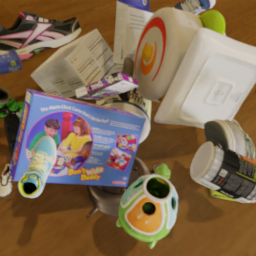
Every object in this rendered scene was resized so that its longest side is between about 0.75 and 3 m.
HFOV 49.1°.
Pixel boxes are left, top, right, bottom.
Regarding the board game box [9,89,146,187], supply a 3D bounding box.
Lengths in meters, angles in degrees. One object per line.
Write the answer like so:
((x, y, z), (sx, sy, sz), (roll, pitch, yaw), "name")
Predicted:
((-1.082, 0.342, 6.500), (2.762, 1.857, 0.618), (11, 9, -32), "board game box")

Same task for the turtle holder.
((0.573, 1.560, 5.955), (1.628, 1.156, 1.237), (-19, 48, -40), "turtle holder")

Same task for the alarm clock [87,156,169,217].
((-0.023, 1.554, 8.583), (2.815, 0.937, 1.899), (-12, 47, -16), "alarm clock")

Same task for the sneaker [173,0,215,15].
((2.098, -4.143, 9.754), (1.424, 0.784, 1.945), (-31, 11, 8), "sneaker")

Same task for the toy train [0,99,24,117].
((-5.006, -0.861, 11.118), (2.905, 0.606, 0.819), (12, 37, 11), "toy train")

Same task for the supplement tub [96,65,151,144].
((-0.153, -0.881, 10.116), (1.973, 1.973, 2.722), (4, 47, 3), "supplement tub")

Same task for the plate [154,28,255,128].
((2.323, -1.003, 7.447), (2.654, 2.649, 0.429), (7, 32, -29), "plate")

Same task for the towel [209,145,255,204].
((3.427, 1.330, 9.192), (1.672, 0.265, 2.329), (7, 46, 6), "towel")

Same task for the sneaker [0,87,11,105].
((-3.701, -0.965, 6.696), (0.799, 2.016, 0.745), (-8, 80, 19), "sneaker")

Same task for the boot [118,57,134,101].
((-0.056, -1.481, 7.951), (0.434, 1.087, 1.196), (11, 74, 8), "boot")

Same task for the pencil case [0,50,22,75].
((-3.625, -1.660, 7.481), (1.467, 0.573, 0.637), (-20, 35, -22), "pencil case")

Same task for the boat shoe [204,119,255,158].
((2.401, 0.397, 6.574), (0.955, 2.978, 1.097), (-18, 70, 11), "boat shoe")

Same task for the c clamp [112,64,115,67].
((-0.067, -2.199, 12.242), (2.575, 0.349, 2.200), (30, 68, 28), "c clamp")

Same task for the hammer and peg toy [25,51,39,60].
((-4.960, -4.737, 14.564), (2.078, 0.996, 2.825), (28, 52, 26), "hammer and peg toy")

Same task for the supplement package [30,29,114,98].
((-2.134, -2.375, 10.989), (2.606, 1.445, 2.029), (-6, 40, 45), "supplement package")

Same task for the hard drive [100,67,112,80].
((-1.433, -2.098, 12.069), (1.820, 0.231, 1.201), (-6, 42, 25), "hard drive")

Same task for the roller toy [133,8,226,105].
((1.353, -2.017, 8.374), (2.045, 2.927, 2.670), (6, 15, -22), "roller toy")

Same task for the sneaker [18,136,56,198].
((-1.325, 0.583, 4.153), (0.390, 0.639, 0.979), (14, 81, -9), "sneaker")

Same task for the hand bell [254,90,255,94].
((3.245, -0.169, 5.606), (1.093, 1.093, 2.099), (-14, 46, -13), "hand bell")

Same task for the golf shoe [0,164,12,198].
((-3.847, 1.655, 8.737), (0.425, 0.485, 1.102), (-2, 47, -3), "golf shoe")

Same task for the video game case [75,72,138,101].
((-0.413, -0.847, 5.982), (1.036, 1.143, 0.205), (-19, 87, 18), "video game case")

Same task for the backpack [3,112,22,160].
((-2.456, 0.219, 9.095), (2.643, 2.156, 2.032), (-12, 33, -19), "backpack")

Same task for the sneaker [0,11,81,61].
((-2.806, -3.061, 8.741), (2.880, 1.243, 1.157), (-34, 35, -28), "sneaker")

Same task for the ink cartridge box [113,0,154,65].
((0.355, -3.604, 10.032), (0.520, 2.560, 2.555), (13, 20, 26), "ink cartridge box")

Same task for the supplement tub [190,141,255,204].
((1.844, 0.829, 5.004), (1.289, 0.790, 0.790), (26, 47, -7), "supplement tub")
